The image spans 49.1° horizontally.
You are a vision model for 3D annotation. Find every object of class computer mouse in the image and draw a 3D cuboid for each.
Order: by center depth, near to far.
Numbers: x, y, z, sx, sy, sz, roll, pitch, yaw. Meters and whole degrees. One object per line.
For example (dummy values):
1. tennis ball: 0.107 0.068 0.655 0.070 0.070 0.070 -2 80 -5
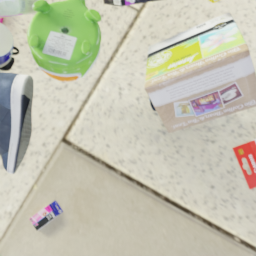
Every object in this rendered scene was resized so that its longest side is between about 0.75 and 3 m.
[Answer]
1. computer mouse: -3.843 -2.220 8.974 0.527 1.798 0.306 7 122 -11

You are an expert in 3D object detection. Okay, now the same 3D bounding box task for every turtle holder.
1. turtle holder: -1.878 -2.624 8.238 2.046 1.912 2.693 -14 73 -13

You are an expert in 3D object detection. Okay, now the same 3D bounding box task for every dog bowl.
1. dog bowl: -3.588 -2.143 7.090 1.261 0.497 1.261 13 60 -23

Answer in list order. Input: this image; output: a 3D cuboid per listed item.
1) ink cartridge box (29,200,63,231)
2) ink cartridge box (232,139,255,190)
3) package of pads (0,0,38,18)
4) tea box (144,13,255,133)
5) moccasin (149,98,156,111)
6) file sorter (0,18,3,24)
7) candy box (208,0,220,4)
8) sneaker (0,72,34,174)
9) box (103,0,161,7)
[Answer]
1. ink cartridge box: -2.967 3.171 10.142 1.111 0.206 0.526 -36 82 -8
2. ink cartridge box: 5.213 1.136 10.341 2.124 0.532 1.709 -19 80 -5
3. package of pads: -4.355 -3.858 8.624 2.823 2.181 0.963 -4 114 1
4. tea box: 2.032 -1.584 8.002 2.624 1.753 2.582 -19 36 21
5. moccasin: 1.878 -1.006 10.602 2.094 0.843 0.714 -11 66 11
6. file sorter: -6.195 -4.071 10.608 1.917 1.730 2.758 10 80 1
7. candy box: 2.655 -4.280 8.293 1.093 2.139 0.282 -24 125 12
8. sneaker: -3.582 -0.196 7.167 2.024 1.065 2.801 11 113 -5
9. box: 0.628 -4.251 8.862 2.511 1.795 0.453 -16 119 -14
